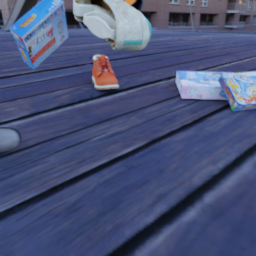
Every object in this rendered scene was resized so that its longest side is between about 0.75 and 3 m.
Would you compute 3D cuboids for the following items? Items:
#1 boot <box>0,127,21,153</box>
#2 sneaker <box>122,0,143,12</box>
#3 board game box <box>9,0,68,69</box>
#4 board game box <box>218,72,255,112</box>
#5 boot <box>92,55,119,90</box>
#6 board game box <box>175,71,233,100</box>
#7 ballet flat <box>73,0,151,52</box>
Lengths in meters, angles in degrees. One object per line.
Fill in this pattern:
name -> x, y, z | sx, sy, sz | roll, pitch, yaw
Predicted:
boot -> -3.695, 0.672, 6.780 | 2.050, 0.715, 1.349 | -14, 28, -5
sneaker -> -0.561, -4.347, 10.304 | 2.396, 0.929, 1.342 | -26, 59, 13
board game box -> -2.547, -2.808, 8.300 | 0.462, 1.619, 1.654 | 37, 71, 6
board game box -> 4.791, -1.451, 10.812 | 2.247, 0.387, 1.521 | -7, 62, -16
boot -> -1.172, -2.639, 13.248 | 1.024, 1.463, 2.729 | -7, 26, -20
board game box -> 3.712, -1.957, 12.648 | 2.849, 0.621, 2.863 | 1, 24, 3
ballet flat -> -0.662, -2.519, 5.967 | 0.928, 1.004, 2.976 | -20, 46, -28
